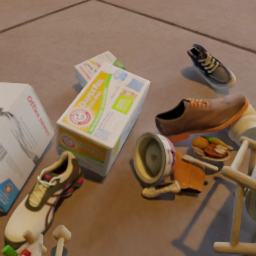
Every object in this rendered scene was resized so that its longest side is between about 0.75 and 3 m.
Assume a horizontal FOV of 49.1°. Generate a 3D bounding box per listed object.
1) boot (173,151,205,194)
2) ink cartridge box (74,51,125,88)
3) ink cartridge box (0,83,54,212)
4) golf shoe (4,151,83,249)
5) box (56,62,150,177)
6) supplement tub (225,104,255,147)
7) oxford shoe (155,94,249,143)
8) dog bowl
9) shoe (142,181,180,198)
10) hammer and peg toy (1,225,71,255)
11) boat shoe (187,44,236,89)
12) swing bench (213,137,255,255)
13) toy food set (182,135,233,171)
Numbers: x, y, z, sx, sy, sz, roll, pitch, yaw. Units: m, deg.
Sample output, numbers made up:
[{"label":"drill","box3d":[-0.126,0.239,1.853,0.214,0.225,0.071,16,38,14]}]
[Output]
[{"label":"boot","box3d":[1.268,1.138,7.174,1.364,0.480,0.977,11,51,18]},{"label":"ink cartridge box","box3d":[-1.006,-1.952,9.945,1.471,0.618,1.065,-30,62,-20]},{"label":"ink cartridge box","box3d":[-3.045,0.394,6.746,1.056,1.830,2.522,7,49,18]},{"label":"golf shoe","box3d":[-1.971,1.521,6.376,0.909,1.037,2.355,20,49,19]},{"label":"box","box3d":[-0.649,-0.307,7.713,1.525,1.374,2.712,23,51,5]},{"label":"supplement tub","box3d":[3.274,-0.199,8.170,0.971,0.971,1.342,-6,44,-7]},{"label":"oxford shoe","box3d":[1.996,-0.413,7.731,2.589,0.944,0.923,-23,34,12]},{"label":"dog bowl","box3d":[0.672,0.739,7.003,0.469,1.273,1.273,3,38,-34]},{"label":"shoe","box3d":[0.776,1.466,6.795,0.943,0.252,0.330,-13,28,17]},{"label":"hammer and peg toy","box3d":[-1.860,2.407,5.018,1.675,0.590,1.232,-36,15,-5]},{"label":"boat shoe","box3d":[2.918,-2.236,10.117,0.802,0.996,2.148,-46,45,9]},{"label":"swing bench","box3d":[3.081,1.299,5.069,2.432,1.578,2.419,8,15,27]},{"label":"toy food set","box3d":[2.188,0.549,7.469,1.081,0.314,1.566,19,28,27]}]
